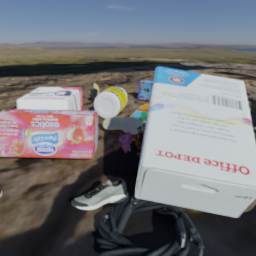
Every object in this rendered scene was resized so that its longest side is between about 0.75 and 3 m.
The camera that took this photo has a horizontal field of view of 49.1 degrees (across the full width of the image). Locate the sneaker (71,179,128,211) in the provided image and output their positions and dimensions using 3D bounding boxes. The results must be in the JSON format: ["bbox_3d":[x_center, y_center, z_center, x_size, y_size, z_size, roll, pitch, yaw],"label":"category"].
[{"bbox_3d":[-0.619,1.433,6.095,1.311,0.520,0.485,-10,11,-29],"label":"sneaker"}]

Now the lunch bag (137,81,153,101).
[{"bbox_3d":[1.960,-2.071,16.022,1.778,1.111,2.362,14,14,42],"label":"lunch bag"}]

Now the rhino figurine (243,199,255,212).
[{"bbox_3d":[2.317,1.199,6.485,0.582,0.852,1.948,42,4,-24],"label":"rhino figurine"}]

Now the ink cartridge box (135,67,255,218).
[{"bbox_3d":[1.389,0.174,5.937,2.106,1.234,2.914,11,47,2],"label":"ink cartridge box"}]

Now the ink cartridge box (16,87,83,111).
[{"bbox_3d":[-3.250,-0.951,12.166,2.065,1.203,2.853,0,19,1],"label":"ink cartridge box"}]

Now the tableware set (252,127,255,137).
[{"bbox_3d":[5.277,0.328,9.491,2.308,0.462,1.525,7,1,4],"label":"tableware set"}]

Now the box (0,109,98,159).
[{"bbox_3d":[-2.312,0.139,8.416,2.728,1.302,1.360,1,8,-1],"label":"box"}]

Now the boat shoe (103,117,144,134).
[{"bbox_3d":[-0.082,-0.039,10.265,1.745,0.627,0.519,5,-15,31],"label":"boat shoe"}]

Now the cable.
[{"bbox_3d":[0.295,1.836,5.072,1.728,0.538,2.118,-9,14,-5],"label":"cable"}]

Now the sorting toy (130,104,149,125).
[{"bbox_3d":[1.215,-0.557,12.037,2.201,0.434,2.378,8,24,23],"label":"sorting toy"}]

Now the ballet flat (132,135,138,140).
[{"bbox_3d":[0.432,0.326,10.017,0.837,0.194,0.282,-16,2,-33],"label":"ballet flat"}]

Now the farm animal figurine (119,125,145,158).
[{"bbox_3d":[0.844,0.423,8.378,1.843,1.147,2.282,-27,5,-11],"label":"farm animal figurine"}]

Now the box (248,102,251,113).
[{"bbox_3d":[4.199,-0.603,11.557,1.497,0.931,1.112,9,20,24],"label":"box"}]

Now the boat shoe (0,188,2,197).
[{"bbox_3d":[-3.136,1.474,6.229,0.484,0.395,1.310,-11,20,-12],"label":"boat shoe"}]

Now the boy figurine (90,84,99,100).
[{"bbox_3d":[-1.872,-2.033,15.794,0.483,0.931,1.498,-2,15,-5],"label":"boy figurine"}]

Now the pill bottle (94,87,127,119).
[{"bbox_3d":[-0.718,-1.272,13.129,1.209,1.209,2.173,4,18,11],"label":"pill bottle"}]
